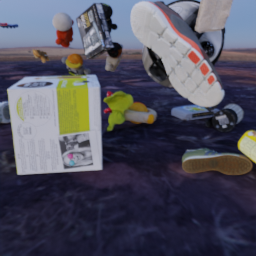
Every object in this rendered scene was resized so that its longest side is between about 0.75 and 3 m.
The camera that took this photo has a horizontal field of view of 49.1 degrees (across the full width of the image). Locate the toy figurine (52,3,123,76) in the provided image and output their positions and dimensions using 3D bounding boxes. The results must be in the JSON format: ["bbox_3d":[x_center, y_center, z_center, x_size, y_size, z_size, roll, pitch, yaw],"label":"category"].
[{"bbox_3d":[-1.499,-3.314,10.904,2.546,2.507,1.771,-15,-11,-9],"label":"toy figurine"}]

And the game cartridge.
[{"bbox_3d":[2.889,-0.701,12.239,1.845,0.373,1.230,-8,15,-24],"label":"game cartridge"}]

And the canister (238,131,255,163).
[{"bbox_3d":[3.369,0.737,6.390,1.218,0.710,1.640,35,10,-12],"label":"canister"}]

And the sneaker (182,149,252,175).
[{"bbox_3d":[2.188,0.773,7.113,1.651,0.554,0.741,-1,21,7],"label":"sneaker"}]

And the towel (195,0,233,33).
[{"bbox_3d":[1.836,-2.549,5.929,0.708,1.068,0.184,-11,45,-13],"label":"towel"}]

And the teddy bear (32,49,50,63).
[{"bbox_3d":[-3.777,-3.120,12.138,0.318,0.690,0.952,-30,11,17],"label":"teddy bear"}]

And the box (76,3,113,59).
[{"bbox_3d":[-1.157,-3.242,9.517,0.372,1.496,1.180,-17,3,-42],"label":"box"}]

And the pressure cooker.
[{"bbox_3d":[1.859,-2.869,9.669,2.669,2.628,2.988,-4,-1,-1],"label":"pressure cooker"}]

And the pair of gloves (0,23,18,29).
[{"bbox_3d":[-3.787,-2.969,8.086,1.114,0.127,0.896,-4,14,-8],"label":"pair of gloves"}]

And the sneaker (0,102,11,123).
[{"bbox_3d":[-5.516,-0.405,10.517,1.303,1.022,2.623,-2,7,17],"label":"sneaker"}]

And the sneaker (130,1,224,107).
[{"bbox_3d":[1.363,-1.859,6.531,1.196,2.921,1.126,-41,5,-36],"label":"sneaker"}]

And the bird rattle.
[{"bbox_3d":[0.021,-0.569,11.065,2.167,1.497,2.658,12,5,2],"label":"bird rattle"}]

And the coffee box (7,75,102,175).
[{"bbox_3d":[-1.841,-0.213,7.590,2.126,2.150,2.147,-3,18,-8],"label":"coffee box"}]

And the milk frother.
[{"bbox_3d":[3.527,-0.685,10.449,1.249,1.384,1.301,6,18,33],"label":"milk frother"}]
